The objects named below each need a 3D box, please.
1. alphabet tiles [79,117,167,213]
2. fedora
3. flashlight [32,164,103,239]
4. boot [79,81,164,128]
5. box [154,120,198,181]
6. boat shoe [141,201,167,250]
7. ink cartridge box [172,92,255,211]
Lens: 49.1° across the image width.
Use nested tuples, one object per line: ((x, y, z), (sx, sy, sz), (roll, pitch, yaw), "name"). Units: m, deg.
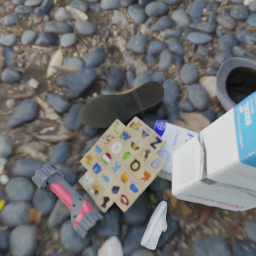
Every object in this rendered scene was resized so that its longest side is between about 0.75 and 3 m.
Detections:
((-0.200, 0.947, 7.650), (2.476, 0.078, 2.060), (-49, 58, 0), "alphabet tiles")
((3.543, -1.001, 8.598), (2.231, 1.007, 1.973), (23, 70, -1), "fedora")
((-1.668, 1.908, 7.444), (2.197, 0.744, 0.747), (38, 95, 17), "flashlight")
((-0.180, -0.698, 8.635), (2.657, 1.003, 0.978), (-19, 97, 5), "boot")
((1.308, 0.728, 7.933), (1.528, 0.801, 1.405), (18, 67, 7), "box")
((0.797, 2.545, 7.303), (0.434, 0.441, 1.244), (28, 71, -1), "boat shoe")
((2.591, 0.738, 6.027), (2.129, 2.934, 1.228), (16, 57, -18), "ink cartridge box")
